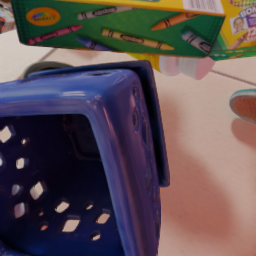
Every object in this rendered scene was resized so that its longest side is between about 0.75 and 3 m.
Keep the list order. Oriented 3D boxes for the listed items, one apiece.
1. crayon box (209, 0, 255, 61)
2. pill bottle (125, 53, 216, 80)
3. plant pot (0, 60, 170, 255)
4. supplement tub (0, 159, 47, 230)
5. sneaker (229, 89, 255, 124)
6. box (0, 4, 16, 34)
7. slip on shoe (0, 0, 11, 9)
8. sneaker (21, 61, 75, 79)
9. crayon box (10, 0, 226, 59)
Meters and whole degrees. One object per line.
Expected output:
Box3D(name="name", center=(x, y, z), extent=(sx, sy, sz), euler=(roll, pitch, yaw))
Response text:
Box3D(name="crayon box", center=(2.290, -1.829, 4.804), extent=(1.823, 0.531, 1.083), euler=(3, 84, 39))
Box3D(name="pill bottle", center=(0.695, -2.306, 6.734), extent=(2.948, 1.610, 1.610), euler=(35, 59, 24))
Box3D(name="plant pot", center=(-0.659, 0.332, 3.646), extent=(2.296, 2.296, 2.064), euler=(-1, 26, 23))
Box3D(name="supplement tub", center=(-2.426, 1.606, 5.070), extent=(1.677, 2.306, 1.677), euler=(0, 51, 0))
Box3D(name="sneaker", center=(4.198, -0.714, 7.877), extent=(2.729, 0.974, 1.090), euler=(10, 44, 4))
Box3D(name="box", center=(-3.151, -2.642, 5.951), extent=(1.621, 0.281, 0.892), euler=(34, 31, -6))
Box3D(name="slip on shoe", center=(-2.761, -3.002, 5.514), extent=(1.892, 0.573, 0.719), euler=(34, 99, 4))
Box3D(name="sneaker", center=(-0.586, -0.517, 4.985), extent=(2.395, 0.896, 1.272), euler=(18, 4, -35))
Box3D(name="crayon box", center=(-0.109, -1.620, 3.451), extent=(2.265, 0.660, 1.345), euler=(3, 56, -6))
